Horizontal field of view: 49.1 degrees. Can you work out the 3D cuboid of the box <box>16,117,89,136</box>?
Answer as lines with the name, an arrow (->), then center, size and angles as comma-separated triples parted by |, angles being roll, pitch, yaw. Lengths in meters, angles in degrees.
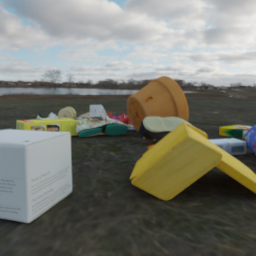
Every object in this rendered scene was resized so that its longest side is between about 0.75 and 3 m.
box -> -3.054, -0.011, 11.738 | 2.883, 0.722, 1.085 | -6, 10, -36

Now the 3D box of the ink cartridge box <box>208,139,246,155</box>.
ink cartridge box -> 2.652, 0.508, 9.153 | 1.469, 0.434, 1.835 | -2, 10, -16

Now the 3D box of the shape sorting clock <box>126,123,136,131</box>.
shape sorting clock -> 0.471, -0.133, 13.955 | 1.821, 0.357, 1.821 | 0, 8, 0

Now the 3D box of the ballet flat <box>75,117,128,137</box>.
ballet flat -> -1.114, -0.110, 11.829 | 2.276, 0.861, 0.727 | -3, 53, -24

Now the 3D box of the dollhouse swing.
dollhouse swing -> 1.415, 0.997, 5.932 | 1.918, 1.855, 2.110 | -41, 2, 11

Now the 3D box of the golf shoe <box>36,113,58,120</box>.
golf shoe -> -3.578, -0.330, 13.741 | 1.779, 0.819, 0.646 | -1, 5, -21

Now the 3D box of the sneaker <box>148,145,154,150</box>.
sneaker -> 1.220, 0.541, 8.611 | 1.288, 0.497, 0.470 | -6, 8, 22

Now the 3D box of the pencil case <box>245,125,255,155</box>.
pencil case -> 3.939, 0.468, 7.613 | 1.011, 0.908, 2.327 | -23, 4, 11

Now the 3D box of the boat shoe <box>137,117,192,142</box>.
boat shoe -> 1.442, 0.099, 10.264 | 2.323, 0.850, 0.728 | 4, -39, -27

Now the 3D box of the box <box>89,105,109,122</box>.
box -> -1.290, -0.482, 13.039 | 0.517, 0.553, 2.671 | -1, -11, 3

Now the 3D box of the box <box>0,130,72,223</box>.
box -> -1.923, 0.712, 4.862 | 1.417, 1.220, 1.424 | 2, 8, 16

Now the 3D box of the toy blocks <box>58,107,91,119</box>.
toy blocks -> -2.521, -0.561, 14.472 | 1.730, 0.754, 2.075 | 18, 9, 0

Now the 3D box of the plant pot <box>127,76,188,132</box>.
plant pot -> 1.123, -0.780, 12.133 | 1.774, 2.535, 2.535 | -22, 17, -23

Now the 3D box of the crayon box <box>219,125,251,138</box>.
crayon box -> 4.747, 0.141, 11.921 | 1.292, 0.377, 1.114 | -6, 10, -35

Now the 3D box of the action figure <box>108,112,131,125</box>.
action figure -> -0.543, -0.442, 14.216 | 0.898, 0.709, 2.745 | 0, 3, -24
